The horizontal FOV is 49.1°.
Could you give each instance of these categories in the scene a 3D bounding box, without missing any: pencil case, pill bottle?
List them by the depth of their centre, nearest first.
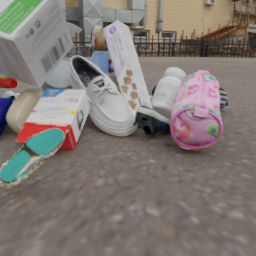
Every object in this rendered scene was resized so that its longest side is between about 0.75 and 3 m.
[{"bbox_3d":[1.568,-0.516,6.337,1.077,1.077,2.463,5,30,15],"label":"pencil case"},{"bbox_3d":[1.199,-1.023,8.201,0.806,1.410,0.806,19,-20,7],"label":"pill bottle"}]

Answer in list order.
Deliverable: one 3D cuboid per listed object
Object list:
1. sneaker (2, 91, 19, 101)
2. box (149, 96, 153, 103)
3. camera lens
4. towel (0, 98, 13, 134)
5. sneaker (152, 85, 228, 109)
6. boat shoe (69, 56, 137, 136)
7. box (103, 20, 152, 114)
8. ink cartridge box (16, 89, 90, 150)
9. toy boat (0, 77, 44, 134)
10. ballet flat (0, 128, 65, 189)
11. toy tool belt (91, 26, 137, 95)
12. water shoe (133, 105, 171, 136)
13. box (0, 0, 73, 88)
[{"bbox_3d":[-4.606,-1.232,10.973,0.909,0.353,0.392,6,21,19],"label":"sneaker"},{"bbox_3d":[0.277,-0.612,8.505,1.273,0.604,0.495,-8,15,-29],"label":"box"},{"bbox_3d":[-2.161,-1.278,8.907,1.165,1.165,1.456,-4,-26,-14],"label":"camera lens"},{"bbox_3d":[-4.467,-0.150,6.988,2.812,0.697,2.076,-2,26,-9],"label":"towel"},{"bbox_3d":[2.076,-0.935,9.532,2.516,0.936,1.101,11,-5,27],"label":"sneaker"},{"bbox_3d":[-0.728,-0.942,7.281,1.000,0.952,2.778,-26,55,-13],"label":"boat shoe"},{"bbox_3d":[0.010,-1.551,7.833,0.559,2.891,0.599,-22,-13,30],"label":"box"},{"bbox_3d":[-1.597,-0.119,6.244,1.034,0.599,1.780,3,43,10],"label":"ink cartridge box"},{"bbox_3d":[-2.612,-0.653,6.729,0.689,1.483,1.247,11,54,31],"label":"toy boat"},{"bbox_3d":[-1.452,0.442,4.203,0.452,0.382,1.196,41,55,8],"label":"ballet flat"},{"bbox_3d":[-0.341,-1.888,9.130,1.668,2.714,1.694,1,-4,-3],"label":"toy tool belt"},{"bbox_3d":[0.601,-0.080,6.798,0.518,0.572,1.449,24,-1,43],"label":"water shoe"},{"bbox_3d":[-2.299,-2.048,6.208,1.312,1.532,1.524,22,64,17],"label":"box"}]
